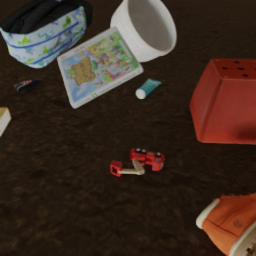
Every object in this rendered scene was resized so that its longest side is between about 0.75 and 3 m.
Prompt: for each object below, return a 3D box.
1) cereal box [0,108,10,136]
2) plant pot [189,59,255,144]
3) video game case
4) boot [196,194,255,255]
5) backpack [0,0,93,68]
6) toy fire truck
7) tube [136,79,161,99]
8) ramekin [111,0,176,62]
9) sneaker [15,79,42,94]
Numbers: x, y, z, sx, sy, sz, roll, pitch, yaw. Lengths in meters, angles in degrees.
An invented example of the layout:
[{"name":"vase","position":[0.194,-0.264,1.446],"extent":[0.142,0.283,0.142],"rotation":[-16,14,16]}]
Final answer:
[{"name":"cereal box","position":[-5.418,0.317,9.209],"extent":[2.114,0.581,2.938],"rotation":[0,36,0]},{"name":"plant pot","position":[3.680,-1.081,9.782],"extent":[2.492,2.199,2.495],"rotation":[2,35,2]},{"name":"video game case","position":[-0.598,-1.198,5.259],"extent":[1.375,0.167,1.511],"rotation":[-28,50,3]},{"name":"boot","position":[2.871,1.912,6.738],"extent":[2.673,1.003,1.433],"rotation":[-26,38,-30]},{"name":"backpack","position":[-2.483,-2.906,8.209],"extent":[1.954,1.842,2.395],"rotation":[24,42,18]},{"name":"toy fire truck","position":[0.300,1.079,8.361],"extent":[1.442,0.351,1.017],"rotation":[11,38,14]},{"name":"tube","position":[0.881,-1.788,12.353],"extent":[0.639,0.416,1.651],"rotation":[25,37,15]},{"name":"ramekin","position":[0.473,-3.501,9.972],"extent":[1.236,2.355,2.355],"rotation":[-21,14,47]},{"name":"sneaker","position":[-4.463,-1.965,12.503],"extent":[1.237,0.434,0.508],"rotation":[-29,48,-35]}]
